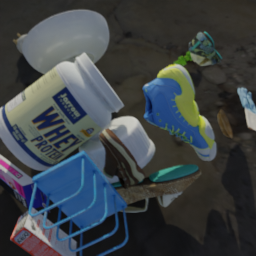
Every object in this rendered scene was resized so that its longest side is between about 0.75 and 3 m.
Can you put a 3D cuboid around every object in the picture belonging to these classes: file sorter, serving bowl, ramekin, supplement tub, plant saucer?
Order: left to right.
[{"bbox_3d":[-1.553,-0.387,6.632,2.517,1.825,1.825,-37,59,2],"label":"supplement tub"},{"bbox_3d":[-1.794,-2.402,8.828,2.803,2.803,0.922,-21,80,-15],"label":"serving bowl"},{"bbox_3d":[-0.821,1.455,4.982,1.102,1.588,0.974,-28,30,8],"label":"file sorter"},{"bbox_3d":[-0.341,0.487,7.059,1.840,0.897,1.840,-23,21,9],"label":"ramekin"},{"bbox_3d":[2.739,-0.095,7.994,0.153,0.866,0.866,-22,47,29],"label":"plant saucer"}]

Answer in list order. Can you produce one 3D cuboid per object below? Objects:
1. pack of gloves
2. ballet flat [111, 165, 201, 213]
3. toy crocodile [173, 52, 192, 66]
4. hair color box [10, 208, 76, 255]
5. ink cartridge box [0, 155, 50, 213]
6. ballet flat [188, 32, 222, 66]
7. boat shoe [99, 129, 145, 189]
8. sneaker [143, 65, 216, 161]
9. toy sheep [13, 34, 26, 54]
[{"bbox_3d":[2.805,-0.219,6.070,1.146,0.269,1.364,24,45,-18],"label":"pack of gloves"},{"bbox_3d":[0.523,1.527,6.738,2.567,0.905,0.838,-11,96,3],"label":"ballet flat"},{"bbox_3d":[2.061,-2.471,10.067,1.008,0.311,0.340,-32,94,-11],"label":"toy crocodile"},{"bbox_3d":[-1.606,2.214,5.479,0.403,1.262,0.700,-42,16,4],"label":"hair color box"},{"bbox_3d":[-2.648,1.366,6.742,1.863,0.882,0.345,24,42,27],"label":"ink cartridge box"},{"bbox_3d":[2.164,-2.146,8.034,0.768,2.070,0.768,-2,86,27],"label":"ballet flat"},{"bbox_3d":[-0.199,0.737,5.531,0.655,1.770,0.654,-39,46,-6],"label":"boat shoe"},{"bbox_3d":[1.156,-0.159,6.899,1.359,0.980,2.587,-26,101,-3],"label":"sneaker"},{"bbox_3d":[-3.711,-3.079,10.390,1.184,0.816,0.816,20,56,24],"label":"toy sheep"}]
